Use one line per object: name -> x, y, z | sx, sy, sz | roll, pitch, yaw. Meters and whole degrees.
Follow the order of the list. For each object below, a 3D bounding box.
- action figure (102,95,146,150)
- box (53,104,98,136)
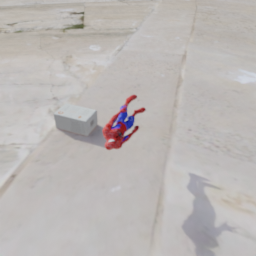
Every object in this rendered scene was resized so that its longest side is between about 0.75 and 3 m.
action figure -> -0.108, -0.132, 7.474 | 0.610, 0.772, 2.359 | -19, 23, 32
box -> -1.854, -0.308, 9.995 | 1.304, 0.635, 0.811 | 14, 38, 18
